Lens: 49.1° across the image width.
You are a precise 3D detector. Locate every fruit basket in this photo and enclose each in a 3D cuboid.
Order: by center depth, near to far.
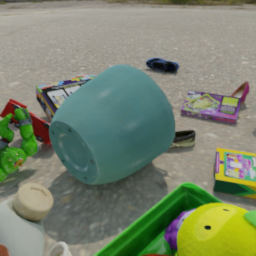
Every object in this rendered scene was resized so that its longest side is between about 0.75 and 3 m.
[{"bbox_3d":[0.958,1.817,4.018,2.076,2.878,2.878,33,42,33],"label":"fruit basket"}]

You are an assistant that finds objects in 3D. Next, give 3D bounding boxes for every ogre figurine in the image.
[{"bbox_3d":[-3.330,0.560,7.541,1.087,1.328,2.215,-24,19,42],"label":"ogre figurine"}]

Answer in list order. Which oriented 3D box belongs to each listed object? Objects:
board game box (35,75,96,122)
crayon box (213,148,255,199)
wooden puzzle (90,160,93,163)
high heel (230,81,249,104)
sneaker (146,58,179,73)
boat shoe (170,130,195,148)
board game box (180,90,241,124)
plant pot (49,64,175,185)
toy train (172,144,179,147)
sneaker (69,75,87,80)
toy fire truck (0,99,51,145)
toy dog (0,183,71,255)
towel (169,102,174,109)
[{"bbox_3d":[-1.907,-0.987,10.669,2.538,0.720,2.098,-18,52,-29],"label":"board game box"},{"bbox_3d":[3.002,1.195,7.553,1.300,0.439,1.506,9,31,14],"label":"crayon box"},{"bbox_3d":[-0.552,0.698,7.829,1.501,0.302,1.623,28,34,30],"label":"wooden puzzle"},{"bbox_3d":[4.343,-1.269,11.490,1.876,0.900,0.632,-21,36,-28],"label":"high heel"},{"bbox_3d":[1.897,-3.558,15.895,1.961,0.688,0.764,9,23,14],"label":"sneaker"},{"bbox_3d":[1.379,0.321,9.035,1.648,0.534,0.603,-6,29,-11],"label":"boat shoe"},{"bbox_3d":[3.269,-0.861,11.062,2.107,0.340,1.264,13,46,22],"label":"board game box"},{"bbox_3d":[-0.589,0.096,7.284,2.860,2.860,2.295,22,42,35],"label":"plant pot"},{"bbox_3d":[0.772,0.258,8.588,1.933,0.818,1.119,9,21,24],"label":"toy train"},{"bbox_3d":[-1.669,-1.710,12.370,2.486,0.958,1.018,-4,37,-3],"label":"sneaker"},{"bbox_3d":[-3.341,-0.237,9.503,2.550,0.622,1.798,29,-2,6],"label":"toy fire truck"},{"bbox_3d":[-2.071,2.133,4.683,1.370,1.876,2.844,18,9,-29],"label":"toy dog"},{"bbox_3d":[0.463,-1.093,10.950,2.221,0.384,2.139,-29,72,-39],"label":"towel"}]
